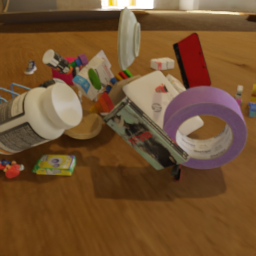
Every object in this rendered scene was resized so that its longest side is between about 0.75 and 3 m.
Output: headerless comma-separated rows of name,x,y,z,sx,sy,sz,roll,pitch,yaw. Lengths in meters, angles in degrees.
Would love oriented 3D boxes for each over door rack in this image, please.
over door rack,-1.752,-2.189,14.391,1.681,0.758,2.276,-6,51,-9

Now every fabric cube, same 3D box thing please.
fabric cube,-3.517,-3.279,16.017,1.260,1.264,1.240,5,31,13

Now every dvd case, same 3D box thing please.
dvd case,0.450,0.268,8.223,2.407,1.757,0.265,44,63,-6

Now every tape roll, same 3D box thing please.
tape roll,2.219,0.034,8.380,2.367,2.367,1.006,5,34,8

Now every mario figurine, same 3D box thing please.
mario figurine,-3.782,1.146,8.894,1.100,0.583,0.679,21,35,35

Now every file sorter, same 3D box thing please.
file sorter,-4.991,-0.538,10.860,1.774,1.569,2.557,19,35,31

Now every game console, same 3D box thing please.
game console,3.212,-2.998,13.317,1.484,2.501,2.155,-14,2,32

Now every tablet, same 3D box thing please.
tablet,1.333,-0.865,10.889,1.943,0.204,2.985,-28,69,-22

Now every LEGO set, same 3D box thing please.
LEGO set,5.486,-1.408,12.869,1.011,1.088,2.651,11,31,18

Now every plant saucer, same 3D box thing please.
plant saucer,0.089,-3.177,10.109,0.553,2.205,2.205,6,30,8

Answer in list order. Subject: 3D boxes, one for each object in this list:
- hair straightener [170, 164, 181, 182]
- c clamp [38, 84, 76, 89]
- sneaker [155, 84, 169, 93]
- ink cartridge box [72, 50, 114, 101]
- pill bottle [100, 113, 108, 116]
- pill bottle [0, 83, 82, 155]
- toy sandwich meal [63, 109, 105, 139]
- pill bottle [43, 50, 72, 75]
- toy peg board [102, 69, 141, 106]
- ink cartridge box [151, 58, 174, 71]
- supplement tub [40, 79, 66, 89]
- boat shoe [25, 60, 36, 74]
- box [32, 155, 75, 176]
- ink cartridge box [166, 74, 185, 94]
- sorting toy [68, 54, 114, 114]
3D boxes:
hair straightener,1.553,1.132,8.958,0.272,0.511,1.327,-22,19,30
c clamp,-3.897,-2.208,15.204,1.866,0.253,1.594,23,42,32
sneaker,1.243,-1.411,10.560,0.404,0.343,0.931,-29,14,3
ink cartridge box,-1.213,-2.034,10.817,0.578,0.988,1.703,32,76,35
pill bottle,-1.051,-0.993,12.654,0.578,0.578,1.062,0,30,0
pill bottle,-3.125,-0.287,9.172,2.999,1.745,1.745,-18,22,24
toy sandwich meal,-1.804,-0.097,10.807,1.767,0.605,1.767,9,45,-9
pill bottle,-2.356,-2.183,9.517,0.529,0.529,0.996,26,-2,37
toy peg board,-0.507,-1.684,11.732,0.776,1.587,1.580,49,44,13
ink cartridge box,2.241,-4.175,18.320,1.261,0.522,0.924,-14,32,-23
supplement tub,-2.949,-1.126,12.048,1.412,1.412,2.305,-13,33,-22
boat shoe,-6.190,-3.833,17.628,0.492,0.612,1.319,-1,29,-1
box,-2.415,1.190,9.093,1.273,0.308,0.747,0,29,3
ink cartridge box,1.948,-1.429,12.626,0.721,1.245,2.138,29,23,-20
sorting toy,-1.267,-1.310,8.999,0.750,2.177,0.755,-28,-4,-14
